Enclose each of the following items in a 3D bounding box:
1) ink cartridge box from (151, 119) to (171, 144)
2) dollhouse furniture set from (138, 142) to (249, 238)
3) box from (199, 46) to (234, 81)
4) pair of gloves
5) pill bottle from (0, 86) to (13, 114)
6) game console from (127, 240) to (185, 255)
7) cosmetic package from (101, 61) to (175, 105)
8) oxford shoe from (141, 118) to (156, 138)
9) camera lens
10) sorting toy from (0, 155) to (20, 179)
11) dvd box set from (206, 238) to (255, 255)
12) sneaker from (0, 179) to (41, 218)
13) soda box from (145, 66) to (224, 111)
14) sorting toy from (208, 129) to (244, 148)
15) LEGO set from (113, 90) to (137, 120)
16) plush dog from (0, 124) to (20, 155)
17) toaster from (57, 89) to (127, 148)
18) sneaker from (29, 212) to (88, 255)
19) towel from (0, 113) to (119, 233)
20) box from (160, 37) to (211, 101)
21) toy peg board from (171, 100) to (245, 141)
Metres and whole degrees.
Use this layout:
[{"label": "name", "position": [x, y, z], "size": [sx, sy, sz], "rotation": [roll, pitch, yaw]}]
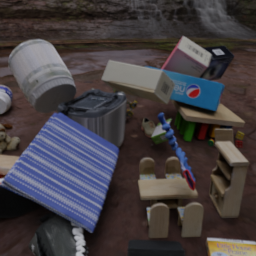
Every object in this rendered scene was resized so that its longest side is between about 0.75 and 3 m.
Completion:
[{"label": "ink cartridge box", "position": [1.188, 0.105, 9.325], "size": [0.602, 0.309, 0.815], "rotation": [-23, 23, 39]}, {"label": "dollhouse furniture set", "position": [1.374, 1.217, 6.459], "size": [2.237, 1.486, 1.961], "rotation": [-1, 23, -3]}, {"label": "box", "position": [3.821, -2.892, 12.757], "size": [1.379, 1.368, 0.850], "rotation": [-14, 57, -26]}, {"label": "pair of gloves", "position": [1.046, 0.461, 5.880], "size": [0.197, 1.727, 1.388], "rotation": [-24, 3, 9]}, {"label": "pill bottle", "position": [-5.957, -1.268, 12.971], "size": [1.043, 1.043, 1.742], "rotation": [-7, 25, -15]}, {"label": "game console", "position": [0.511, 2.496, 5.221], "size": [1.046, 0.609, 0.920], "rotation": [1, 53, 2]}, {"label": "cosmetic package", "position": [0.340, -1.605, 9.818], "size": [2.276, 0.832, 1.178], "rotation": [18, -5, 35]}, {"label": "oxford shoe", "position": [0.832, 0.006, 10.640], "size": [0.465, 0.485, 1.315], "rotation": [-9, 25, -21]}, {"label": "camera lens", "position": [-2.720, -1.659, 8.892], "size": [1.565, 1.565, 1.957], "rotation": [-20, 68, -39]}, {"label": "sorting toy", "position": [-3.299, 1.049, 7.566], "size": [1.949, 0.384, 2.106], "rotation": [4, 0, 13]}, {"label": "dvd box set", "position": [1.972, 2.546, 4.970], "size": [0.969, 0.195, 1.325], "rotation": [3, 23, 5]}, {"label": "sneaker", "position": [-3.400, 1.459, 6.521], "size": [2.968, 0.991, 1.591], "rotation": [-15, 30, -26]}, {"label": "soda box", "position": [1.970, -1.480, 10.452], "size": [2.938, 0.996, 0.943], "rotation": [18, 11, 20]}, {"label": "sorting toy", "position": [2.797, 0.278, 7.990], "size": [1.083, 0.522, 0.183], "rotation": [2, 14, 43]}, {"label": "LEGO set", "position": [-0.237, -1.057, 11.903], "size": [1.057, 1.374, 0.796], "rotation": [-47, 2, -19]}, {"label": "plush dog", "position": [-4.292, 0.323, 9.248], "size": [0.912, 0.976, 1.137], "rotation": [15, 27, 32]}, {"label": "toaster", "position": [-1.107, -0.039, 8.951], "size": [1.640, 1.864, 2.885], "rotation": [8, 23, 20]}, {"label": "sneaker", "position": [-1.246, 2.248, 5.025], "size": [1.062, 0.780, 2.347], "rotation": [-7, 20, -10]}, {"label": "towel", "position": [-1.297, 0.816, 6.328], "size": [1.994, 0.328, 2.754], "rotation": [31, 31, -8]}, {"label": "box", "position": [2.236, -2.422, 12.048], "size": [1.482, 2.318, 1.263], "rotation": [31, 44, -3]}, {"label": "toy peg board", "position": [2.850, -0.239, 10.744], "size": [2.148, 1.055, 2.157], "rotation": [7, 22, -8]}]
